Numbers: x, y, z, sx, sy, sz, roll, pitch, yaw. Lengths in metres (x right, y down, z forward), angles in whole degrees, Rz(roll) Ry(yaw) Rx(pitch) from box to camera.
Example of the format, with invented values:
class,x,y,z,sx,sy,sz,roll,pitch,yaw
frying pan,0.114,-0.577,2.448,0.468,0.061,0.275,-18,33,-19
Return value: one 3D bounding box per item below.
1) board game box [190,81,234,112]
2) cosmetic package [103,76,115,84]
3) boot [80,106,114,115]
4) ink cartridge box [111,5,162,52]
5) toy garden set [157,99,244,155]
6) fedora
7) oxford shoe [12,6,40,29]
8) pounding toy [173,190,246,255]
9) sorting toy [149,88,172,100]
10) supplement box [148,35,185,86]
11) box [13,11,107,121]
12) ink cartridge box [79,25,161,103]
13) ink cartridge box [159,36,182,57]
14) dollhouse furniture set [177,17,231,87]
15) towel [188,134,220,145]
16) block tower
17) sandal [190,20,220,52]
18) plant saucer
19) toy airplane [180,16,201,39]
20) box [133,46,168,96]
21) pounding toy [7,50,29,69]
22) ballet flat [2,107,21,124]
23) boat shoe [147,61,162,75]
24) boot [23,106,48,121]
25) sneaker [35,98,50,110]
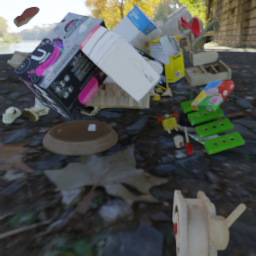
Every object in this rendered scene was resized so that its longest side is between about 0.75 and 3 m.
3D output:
class,x,y,z,sx,sy,sz,roll,pitch,yaw
board game box,2.869,-1.097,9.582,1.270,0.256,0.972,-48,27,-19
cosmetic package,-0.895,-1.853,11.546,0.586,0.815,1.445,-14,24,22
boot,-1.290,-1.182,13.738,2.273,0.819,1.758,4,22,12
ink cartridge box,0.062,-4.377,14.124,1.215,2.886,2.087,51,19,12
toy garden set,2.436,0.063,10.122,2.247,0.538,2.696,-17,42,-1
fedora,2.716,-0.345,11.238,1.845,0.843,1.845,-1,16,0
oxford shoe,-3.729,-4.083,10.326,1.130,0.400,0.417,-36,-4,-11
pounding toy,1.458,1.904,5.082,1.189,1.185,2.073,2,1,4
sorting toy,1.636,-2.173,17.027,2.004,0.360,2.690,2,20,5
supplement box,1.919,-3.320,13.835,1.190,2.186,1.197,8,30,37
box,-1.876,-2.024,9.022,1.614,1.859,2.814,24,70,28
ink cartridge box,-0.282,-1.755,7.419,1.559,0.908,2.141,39,5,-32
ink cartridge box,1.716,-3.258,11.220,0.401,0.694,0.951,-24,-3,34
dollhouse furniture set,2.920,-2.910,10.501,1.531,2.304,2.019,-12,33,2
towel,2.945,0.346,10.515,0.967,0.148,1.268,-7,21,-16
block tower,-0.650,-1.140,9.853,2.990,0.864,0.808,2,-2,23
sandal,2.075,-2.384,7.385,1.040,0.418,0.281,-46,48,-2
plant saucer,-1.758,0.260,10.409,2.773,0.409,2.773,0,19,0
toy airplane,1.955,-3.101,8.661,0.204,1.110,1.110,-37,24,1
box,0.675,-2.367,11.403,1.991,0.491,1.590,23,50,-26
pounding toy,-3.810,-2.539,11.597,1.177,1.181,2.059,6,-23,41
ballet flat,-5.254,-0.672,12.720,0.574,0.531,1.702,-3,20,-8
boat shoe,0.620,-2.108,10.075,1.779,0.657,0.758,3,22,-31
boot,-4.135,-0.690,12.883,1.004,0.468,1.298,-16,24,-38
sneaker,-3.861,-1.456,14.339,0.805,0.873,1.979,17,26,39
